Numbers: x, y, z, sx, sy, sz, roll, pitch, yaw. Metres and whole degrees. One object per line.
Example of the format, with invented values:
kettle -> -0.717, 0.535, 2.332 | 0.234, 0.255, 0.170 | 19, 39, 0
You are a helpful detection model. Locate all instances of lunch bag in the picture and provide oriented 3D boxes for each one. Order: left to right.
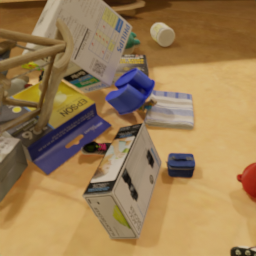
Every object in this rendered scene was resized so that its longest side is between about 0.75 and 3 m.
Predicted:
lunch bag -> 1.390, 0.967, 7.536 | 0.796, 0.527, 0.541 | 1, 36, 1

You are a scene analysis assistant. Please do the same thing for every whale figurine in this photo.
whale figurine -> -0.331, -4.734, 14.687 | 2.036, 1.328, 2.560 | 12, 38, 16

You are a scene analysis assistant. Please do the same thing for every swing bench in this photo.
swing bench -> -2.750, -1.079, 6.856 | 2.642, 2.628, 1.714 | -14, 65, -34

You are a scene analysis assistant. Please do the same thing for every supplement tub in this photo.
supplement tub -> 1.889, -5.254, 15.667 | 1.023, 1.023, 1.411 | -9, 37, -13

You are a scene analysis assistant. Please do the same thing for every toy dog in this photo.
toy dog -> -4.241, -1.395, 9.660 | 1.086, 1.487, 2.255 | -10, 14, 43

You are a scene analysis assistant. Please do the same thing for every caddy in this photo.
caddy -> 0.117, -1.154, 9.508 | 1.382, 1.026, 1.955 | -58, 21, -18

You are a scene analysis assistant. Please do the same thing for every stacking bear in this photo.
stacking bear -> 3.489, 1.553, 6.085 | 1.490, 1.395, 2.453 | -16, 28, -14

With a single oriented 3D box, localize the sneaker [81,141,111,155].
sneaker -> -0.868, 0.576, 8.052 | 0.978, 0.428, 0.361 | -3, 72, -9

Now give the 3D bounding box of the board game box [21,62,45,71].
board game box -> -4.373, -2.994, 13.195 | 1.165, 0.277, 0.592 | 11, 38, 15

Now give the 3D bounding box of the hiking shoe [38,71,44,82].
hiking shoe -> -3.121, -1.525, 10.432 | 0.841, 1.118, 2.222 | -3, 35, 5

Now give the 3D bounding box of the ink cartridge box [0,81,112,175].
ink cartridge box -> -2.426, -0.292, 8.704 | 2.833, 0.666, 2.799 | 31, 47, 22

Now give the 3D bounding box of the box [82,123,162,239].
box -> 0.006, 1.134, 6.465 | 0.721, 1.399, 2.399 | -11, 29, 27

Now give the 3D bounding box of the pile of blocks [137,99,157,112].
pile of blocks -> 0.701, -0.755, 9.867 | 0.310, 0.410, 0.998 | 13, -10, -33

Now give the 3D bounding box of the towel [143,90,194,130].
towel -> 1.503, -0.719, 10.082 | 1.690, 0.274, 2.301 | 6, 36, 7

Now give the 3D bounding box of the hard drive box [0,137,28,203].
hard drive box -> -4.243, 1.069, 6.985 | 2.602, 0.999, 2.028 | 8, 37, 11

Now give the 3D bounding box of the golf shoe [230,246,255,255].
golf shoe -> 2.586, 2.548, 5.572 | 1.113, 0.429, 0.490 | 8, 14, 12

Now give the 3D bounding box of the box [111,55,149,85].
box -> -0.370, -2.605, 12.389 | 2.436, 0.589, 1.929 | 0, 36, 0

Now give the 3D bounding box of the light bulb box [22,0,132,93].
light bulb box -> -1.739, -3.169, 10.114 | 1.753, 2.810, 2.785 | -3, 63, 51
